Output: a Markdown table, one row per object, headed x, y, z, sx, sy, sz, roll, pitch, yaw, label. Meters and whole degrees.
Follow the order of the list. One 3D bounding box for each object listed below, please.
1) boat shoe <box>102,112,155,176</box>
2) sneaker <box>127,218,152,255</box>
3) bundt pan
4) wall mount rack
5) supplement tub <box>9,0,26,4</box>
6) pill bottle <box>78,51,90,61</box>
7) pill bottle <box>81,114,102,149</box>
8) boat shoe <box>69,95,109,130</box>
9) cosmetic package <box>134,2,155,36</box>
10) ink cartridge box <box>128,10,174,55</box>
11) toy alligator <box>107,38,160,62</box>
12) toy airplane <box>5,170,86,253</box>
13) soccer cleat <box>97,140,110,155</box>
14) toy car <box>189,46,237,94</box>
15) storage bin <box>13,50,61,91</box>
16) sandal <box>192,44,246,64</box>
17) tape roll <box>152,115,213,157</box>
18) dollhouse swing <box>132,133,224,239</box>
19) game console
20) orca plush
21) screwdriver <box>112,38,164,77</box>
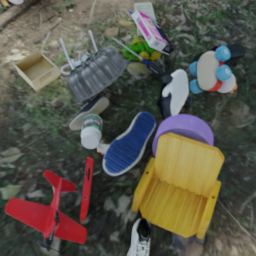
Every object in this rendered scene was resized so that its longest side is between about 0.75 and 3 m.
| x | y | z | sx | sy | sz | roll | pitch | yaw | label |
| --- | --- | --- | --- | --- | --- | --- | --- | --- | --- |
| 0.033 | 0.618 | 8.754 | 0.936 | 0.938 | 2.591 | 38 | 53 | 4 | boat shoe |
| 0.284 | 3.246 | 7.428 | 0.654 | 0.998 | 1.734 | 4 | 58 | 2 | sneaker |
| -1.215 | -1.967 | 9.790 | 2.337 | 0.877 | 2.337 | -31 | 24 | 15 | bundt pan |
| -1.829 | -3.059 | 11.482 | 2.230 | 0.832 | 1.938 | -20 | 48 | -13 | wall mount rack |
| -4.953 | -7.426 | 13.587 | 1.852 | 1.852 | 2.564 | 34 | 64 | 19 | supplement tub |
| -1.638 | -2.711 | 11.160 | 0.450 | 0.450 | 0.791 | -27 | 49 | -16 | pill bottle |
| -1.216 | 0.121 | 9.335 | 0.676 | 0.676 | 1.196 | -2 | 34 | -1 | pill bottle |
| -1.475 | -0.573 | 10.060 | 1.694 | 0.615 | 0.531 | -41 | 51 | -12 | boat shoe |
| 0.763 | -4.985 | 12.807 | 0.858 | 0.580 | 1.631 | -4 | 58 | -2 | cosmetic package |
| 0.889 | -3.944 | 11.167 | 1.129 | 0.442 | 2.384 | 7 | 46 | -43 | ink cartridge box |
| 0.326 | -3.029 | 11.278 | 2.882 | 0.782 | 0.855 | -13 | 71 | -26 | toy alligator |
| -2.003 | 2.199 | 7.727 | 0.464 | 2.524 | 2.524 | -41 | 59 | 22 | toy airplane |
| -0.483 | 0.794 | 9.251 | 1.194 | 0.414 | 0.463 | 24 | 88 | 14 | soccer cleat |
| 3.470 | -1.948 | 10.577 | 1.712 | 1.578 | 1.514 | 16 | 67 | -30 | toy car |
| -3.586 | -2.313 | 11.131 | 1.284 | 0.606 | 1.294 | -39 | 65 | -21 | storage bin |
| 3.744 | -3.076 | 11.599 | 2.548 | 0.610 | 0.958 | -23 | 61 | -14 | sandal |
| 1.680 | 0.522 | 8.591 | 1.774 | 1.774 | 0.754 | 15 | 38 | 9 | tape roll |
| 1.403 | 1.597 | 7.792 | 2.163 | 1.901 | 1.965 | 19 | 56 | 16 | dollhouse swing |
| -1.232 | 1.768 | 8.035 | 0.245 | 1.396 | 1.579 | 9 | 60 | -10 | game console |
| 1.531 | -0.874 | 10.215 | 1.481 | 1.001 | 2.816 | 20 | 59 | -32 | orca plush |
| 0.407 | -2.733 | 10.687 | 2.445 | 0.356 | 0.341 | 34 | 69 | -22 | screwdriver |
